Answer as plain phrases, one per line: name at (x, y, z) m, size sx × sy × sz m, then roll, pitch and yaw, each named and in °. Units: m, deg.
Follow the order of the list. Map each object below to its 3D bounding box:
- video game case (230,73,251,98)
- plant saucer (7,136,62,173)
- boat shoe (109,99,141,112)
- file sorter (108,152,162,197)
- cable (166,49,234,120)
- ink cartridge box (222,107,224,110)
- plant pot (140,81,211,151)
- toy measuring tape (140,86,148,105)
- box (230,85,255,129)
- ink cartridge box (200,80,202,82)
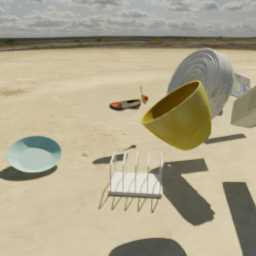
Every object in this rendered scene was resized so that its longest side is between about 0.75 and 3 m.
video game case at (4.799, -2.030, 12.873) m, size 1.914 × 0.172 × 1.370 m, roll 19°, pitch 59°, yaw -11°
plant saucer at (-3.248, 0.985, 9.809) m, size 1.826 × 0.352 × 1.826 m, roll 7°, pitch 38°, yaw -5°
boat shoe at (-0.107, -0.924, 10.934) m, size 1.336 × 0.418 × 0.475 m, roll -3°, pitch 45°, yaw -22°
file sorter at (0.247, 1.336, 8.497) m, size 1.574 × 0.980 × 1.092 m, roll 2°, pitch 21°, yaw 5°
cable at (2.377, -1.391, 9.548) m, size 0.910 × 2.629 × 2.630 m, roll 25°, pitch 23°, yaw -27°
ink cartridge box at (4.448, -1.581, 15.668) m, size 1.491 × 1.078 × 1.097 m, roll -7°, pitch 23°, yaw -17°
plant pot at (1.341, -0.164, 6.899) m, size 1.717 × 1.219 × 1.717 m, roll -34°, pitch 13°, yaw 9°
toy measuring tape at (0.696, -1.391, 11.943) m, size 0.304 × 0.828 × 0.304 m, roll -11°, pitch 5°, yaw 1°
box at (3.863, -0.617, 8.472) m, size 0.761 × 0.914 × 2.225 m, roll 11°, pitch -7°, yaw 4°
ink cartridge box at (2.842, -1.863, 10.897) m, size 1.483 × 1.469 × 0.322 m, roll 15°, pitch 2°, yaw -4°
